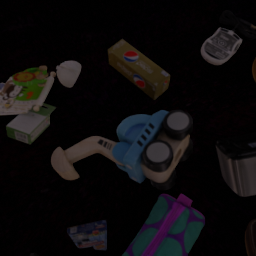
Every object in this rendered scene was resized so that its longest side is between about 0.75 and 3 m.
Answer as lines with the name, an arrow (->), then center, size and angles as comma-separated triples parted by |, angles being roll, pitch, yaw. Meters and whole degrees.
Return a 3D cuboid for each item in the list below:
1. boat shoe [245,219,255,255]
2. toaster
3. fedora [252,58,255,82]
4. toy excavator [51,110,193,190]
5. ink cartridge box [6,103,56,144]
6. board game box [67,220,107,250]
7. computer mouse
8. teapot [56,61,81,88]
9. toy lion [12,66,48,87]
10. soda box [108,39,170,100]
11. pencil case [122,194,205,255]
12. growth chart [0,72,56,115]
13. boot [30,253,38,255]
boat shoe -> 3.060, 2.914, 5.635 | 0.867, 0.866, 2.463 | -12, 43, 6
toaster -> 2.909, 0.736, 6.465 | 1.719, 1.555, 1.020 | -12, 99, 4
fedora -> 5.006, -1.845, 8.417 | 2.359, 0.962, 2.359 | 0, 63, 0
toy excavator -> -0.124, 0.538, 7.122 | 2.848, 1.422, 2.769 | 24, 65, 27
ink cartridge box -> -2.637, -0.180, 7.751 | 0.691, 0.395, 1.331 | 18, 41, 9
board game box -> -0.792, 2.432, 6.152 | 0.857, 0.856, 0.264 | -13, 41, 2
computer mouse -> 3.140, -2.816, 9.182 | 1.441, 0.577, 2.628 | 37, 62, 13
teapot -> -1.731, -1.583, 7.909 | 0.608, 0.832, 0.821 | 26, 38, -20
toy lion -> -2.574, -1.341, 7.343 | 0.826, 0.296, 0.862 | -1, 37, -6
soda box -> 0.299, -1.797, 8.543 | 0.645, 0.682, 2.014 | -41, 70, -19
pencil case -> 0.464, 2.745, 5.807 | 1.185, 1.287, 2.786 | 26, 63, 28
growth chart -> -3.239, -0.953, 8.025 | 2.288, 0.203, 1.656 | -6, 53, 13
boot -> -2.691, 3.693, 5.635 | 1.813, 0.721, 2.083 | -3, 65, -2
